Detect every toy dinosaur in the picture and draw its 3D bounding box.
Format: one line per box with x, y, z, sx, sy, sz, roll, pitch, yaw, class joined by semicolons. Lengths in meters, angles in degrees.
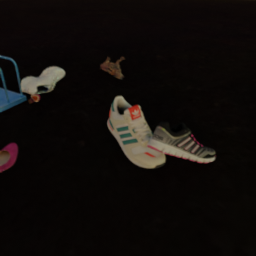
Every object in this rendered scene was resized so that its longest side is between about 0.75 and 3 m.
-0.921;-3.029;14.106;1.781;0.764;1.207;12;39;29;toy dinosaur

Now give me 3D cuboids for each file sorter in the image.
-5.799;-1.508;10.532;2.009;1.776;2.895;17;35;27;file sorter

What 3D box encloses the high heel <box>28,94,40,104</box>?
-3.608;-1.248;11.104;1.031;0.348;0.496;-7;31;51;high heel

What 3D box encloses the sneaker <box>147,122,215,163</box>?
1.586;0.362;7.710;2.116;0.926;0.781;15;2;-19;sneaker

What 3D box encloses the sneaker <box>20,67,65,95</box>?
-3.619;-1.989;12.454;0.988;0.845;2.268;30;48;22;sneaker

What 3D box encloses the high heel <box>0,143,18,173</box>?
-3.429;0.831;7.284;0.526;0.750;1.563;14;48;14;high heel

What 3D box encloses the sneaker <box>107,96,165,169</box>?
0.190;0.059;8.197;0.904;1.200;2.567;-18;48;-26;sneaker
